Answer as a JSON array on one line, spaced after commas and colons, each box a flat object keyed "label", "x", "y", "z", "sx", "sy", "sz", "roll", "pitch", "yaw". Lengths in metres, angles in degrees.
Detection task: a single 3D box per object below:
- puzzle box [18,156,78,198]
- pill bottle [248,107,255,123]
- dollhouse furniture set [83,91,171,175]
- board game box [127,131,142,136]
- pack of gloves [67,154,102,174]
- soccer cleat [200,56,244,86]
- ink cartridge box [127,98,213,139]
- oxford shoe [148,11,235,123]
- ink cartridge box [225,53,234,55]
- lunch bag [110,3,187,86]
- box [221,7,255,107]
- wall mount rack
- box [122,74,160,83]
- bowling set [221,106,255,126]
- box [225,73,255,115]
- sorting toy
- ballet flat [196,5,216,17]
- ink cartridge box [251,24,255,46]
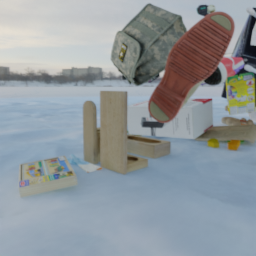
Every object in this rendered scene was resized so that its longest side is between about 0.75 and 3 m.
[{"label": "puzzle box", "x": -1.696, "y": 0.938, "z": 5.750, "sx": 1.041, "sy": 0.199, "sz": 1.565, "roll": -10, "pitch": 12, "yaw": -20}, {"label": "pill bottle", "x": 6.536, "y": -0.825, "z": 13.639, "sx": 1.266, "sy": 1.266, "sz": 2.223, "roll": 4, "pitch": 6, "yaw": 25}, {"label": "dollhouse furniture set", "x": -0.030, "y": -0.099, "z": 7.494, "sx": 2.230, "sy": 1.817, "sz": 2.121, "roll": -8, "pitch": 12, "yaw": -44}, {"label": "board game box", "x": 0.244, "y": 0.211, "z": 11.190, "sx": 0.444, "sy": 0.099, "sz": 0.847, "roll": -4, "pitch": 9, "yaw": -11}, {"label": "pack of gloves", "x": -1.382, "y": 0.836, "z": 6.655, "sx": 1.028, "sy": 0.242, "sz": 1.224, "roll": -6, "pitch": 11, "yaw": -40}, {"label": "soccer cleat", "x": 2.845, "y": -2.081, "z": 10.049, "sx": 1.082, "sy": 1.009, "sz": 2.958, "roll": -24, "pitch": 15, "yaw": -10}, {"label": "ink cartridge box", "x": 1.547, "y": -0.426, "z": 10.511, "sx": 2.703, "sy": 1.132, "sz": 1.950, "roll": 4, "pitch": 16, "yaw": 36}, {"label": "oxford shoe", "x": 1.137, "y": -1.126, "z": 5.244, "sx": 0.813, "sy": 2.296, "sz": 0.848, "roll": 41, "pitch": 39, "yaw": 6}, {"label": "ink cartridge box", "x": 2.800, "y": -3.124, "z": 10.736, "sx": 2.126, "sy": 0.805, "sz": 1.572, "roll": -12, "pitch": 13, "yaw": -31}, {"label": "lunch bag", "x": 0.471, "y": -2.294, "z": 7.942, "sx": 1.228, "sy": 2.088, "sz": 1.713, "roll": 42, "pitch": 7, "yaw": -41}, {"label": "box", "x": 5.036, "y": -2.727, "z": 11.171, "sx": 1.640, "sy": 2.662, "sz": 2.640, "roll": 17, "pitch": -27, "yaw": 10}, {"label": "wall mount rack", "x": 4.161, "y": -2.208, "z": 7.614, "sx": 2.295, "sy": 2.641, "sz": 0.985, "roll": 3, "pitch": -4, "yaw": 0}, {"label": "box", "x": 0.551, "y": -2.713, "z": 12.549, "sx": 1.461, "sy": 1.085, "sz": 0.908, "roll": 3, "pitch": -11, "yaw": -26}, {"label": "bowling set", "x": 5.253, "y": -0.770, "z": 13.030, "sx": 1.229, "sy": 1.593, "sz": 2.289, "roll": 2, "pitch": 13, "yaw": 3}, {"label": "box", "x": 3.183, "y": -0.989, "z": 7.955, "sx": 0.741, "sy": 1.263, "sz": 0.305, "roll": -9, "pitch": 38, "yaw": 13}, {"label": "sorting toy", "x": 3.368, "y": 0.335, "z": 9.792, "sx": 2.025, "sy": 0.364, "sz": 2.719, "roll": 2, "pitch": 15, "yaw": 32}, {"label": "ballet flat", "x": 2.417, "y": -3.522, "z": 8.426, "sx": 0.409, "sy": 0.409, "sz": 1.120, "roll": 6, "pitch": 17, "yaw": 32}, {"label": "ink cartridge box", "x": 3.661, "y": -2.581, "z": 6.508, "sx": 1.105, "sy": 1.765, "sz": 1.134, "roll": 21, "pitch": 7, "yaw": 21}]
